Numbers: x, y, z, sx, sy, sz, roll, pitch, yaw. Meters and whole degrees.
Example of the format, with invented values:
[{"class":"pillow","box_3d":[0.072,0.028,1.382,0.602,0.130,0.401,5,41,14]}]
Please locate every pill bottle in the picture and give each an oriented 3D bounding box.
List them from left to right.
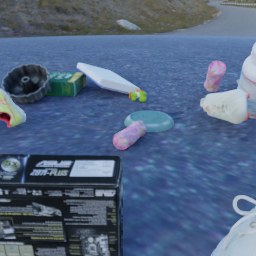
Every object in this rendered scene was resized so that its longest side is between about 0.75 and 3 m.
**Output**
[{"class":"pill bottle","box_3d":[3.957,-1.415,8.305,1.221,2.246,1.221,-5,51,6]}]

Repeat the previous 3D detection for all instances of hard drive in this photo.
[{"class":"hard drive","box_3d":[-0.907,-2.099,11.824,1.778,0.342,2.695,9,20,-33]}]

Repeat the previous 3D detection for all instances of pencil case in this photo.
[{"class":"pencil case","box_3d":[0.057,0.161,7.056,0.468,0.468,1.070,12,26,28]},{"class":"pencil case","box_3d":[3.340,-1.943,10.806,0.662,0.662,1.515,4,-20,9]}]

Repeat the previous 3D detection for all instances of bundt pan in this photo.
[{"class":"bundt pan","box_3d":[-3.697,-1.579,10.412,1.741,0.653,1.741,-3,54,4]}]

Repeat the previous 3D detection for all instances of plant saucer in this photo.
[{"class":"plant saucer","box_3d":[0.636,-0.247,8.408,1.492,0.204,1.492,0,23,0]}]

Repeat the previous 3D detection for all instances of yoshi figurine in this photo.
[{"class":"yoshi figurine","box_3d":[0.411,-1.168,10.572,0.479,0.481,0.855,34,-11,-28]}]

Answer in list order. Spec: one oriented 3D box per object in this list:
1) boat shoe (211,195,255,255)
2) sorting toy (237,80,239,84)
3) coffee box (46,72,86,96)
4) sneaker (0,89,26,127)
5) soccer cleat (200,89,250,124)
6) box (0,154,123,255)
[{"class":"boat shoe","box_3d":[1.838,1.250,3.539,2.492,1.062,0.920,-18,28,-38]},{"class":"sorting toy","box_3d":[6.096,-1.765,11.883,2.688,0.396,1.987,3,17,16]},{"class":"coffee box","box_3d":[-3.432,-1.911,11.889,2.956,0.650,1.818,3,22,7]},{"class":"sneaker","box_3d":[-3.535,-0.580,7.755,1.416,0.553,0.640,42,42,-4]},{"class":"soccer cleat","box_3d":[2.576,-0.586,7.632,0.981,0.877,2.530,0,6,7]},{"class":"box","box_3d":[-0.894,1.086,3.579,1.643,1.345,0.708,0,22,2]}]
